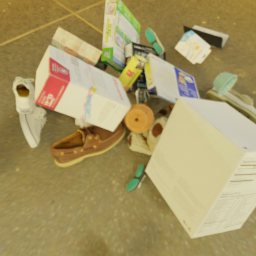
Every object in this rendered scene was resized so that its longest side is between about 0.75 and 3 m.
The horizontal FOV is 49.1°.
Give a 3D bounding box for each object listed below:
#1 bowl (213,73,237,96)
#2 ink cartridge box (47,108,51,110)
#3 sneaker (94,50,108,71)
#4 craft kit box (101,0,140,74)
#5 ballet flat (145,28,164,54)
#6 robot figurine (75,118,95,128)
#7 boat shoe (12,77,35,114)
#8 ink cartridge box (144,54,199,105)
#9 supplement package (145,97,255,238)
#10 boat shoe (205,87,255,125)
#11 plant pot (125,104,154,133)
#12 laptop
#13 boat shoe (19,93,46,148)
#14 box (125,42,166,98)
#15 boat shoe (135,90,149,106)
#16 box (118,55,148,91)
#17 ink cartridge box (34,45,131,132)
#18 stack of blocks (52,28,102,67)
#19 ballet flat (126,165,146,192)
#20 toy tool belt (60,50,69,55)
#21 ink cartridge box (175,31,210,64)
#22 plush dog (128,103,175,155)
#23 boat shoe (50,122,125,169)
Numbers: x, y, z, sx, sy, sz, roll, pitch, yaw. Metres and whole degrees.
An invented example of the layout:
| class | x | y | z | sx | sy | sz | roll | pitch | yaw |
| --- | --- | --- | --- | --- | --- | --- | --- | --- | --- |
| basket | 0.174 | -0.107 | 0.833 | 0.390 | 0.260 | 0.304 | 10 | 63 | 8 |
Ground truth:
| class | x | y | z | sx | sy | sz | roll | pitch | yaw |
| --- | --- | --- | --- | --- | --- | --- | --- | --- | --- |
| bowl | 3.463 | -1.661 | 10.196 | 0.898 | 0.898 | 0.470 | -32 | 63 | -22 |
| ink cartridge box | -2.986 | -1.688 | 12.327 | 0.992 | 0.466 | 2.109 | -4 | 47 | -6 |
| sneaker | -1.400 | -2.886 | 11.611 | 1.199 | 0.690 | 2.299 | 5 | 37 | 7 |
| craft kit box | -0.228 | -3.628 | 11.707 | 0.618 | 2.546 | 2.514 | 5 | 86 | 23 |
| ballet flat | 1.100 | -3.600 | 11.622 | 0.401 | 1.188 | 0.370 | -19 | 24 | 34 |
| robot figurine | -1.447 | -0.282 | 10.998 | 1.227 | 1.041 | 0.693 | 3 | 91 | -11 |
| boat shoe | -3.793 | -1.441 | 10.078 | 0.785 | 0.905 | 2.124 | -2 | 36 | -17 |
| ink cartridge box | 1.725 | -1.470 | 10.604 | 2.344 | 0.557 | 2.372 | 22 | 47 | -28 |
| supplement package | 2.381 | 1.029 | 8.108 | 2.086 | 2.837 | 2.713 | 3 | 32 | -31 |
| boat shoe | 4.609 | -0.849 | 11.408 | 1.017 | 1.111 | 2.972 | -36 | 60 | -18 |
| plant pot | 0.315 | -0.281 | 9.035 | 0.965 | 0.675 | 0.965 | 1 | 97 | 11 |
| laptop | 4.095 | -4.993 | 14.507 | 2.031 | 1.257 | 2.169 | 25 | 56 | 17 |
| boat shoe | -3.742 | -0.435 | 11.225 | 0.927 | 1.015 | 2.821 | -18 | 46 | -8 |
| box | 0.778 | -2.351 | 11.699 | 2.037 | 0.506 | 2.022 | 1 | 88 | -41 |
| boat shoe | 0.547 | -0.882 | 9.823 | 0.423 | 0.933 | 0.330 | 2 | 24 | 39 |
| box | 0.096 | -2.047 | 10.565 | 0.541 | 1.438 | 0.360 | -2 | 47 | -54 |
| ink cartridge box | -1.518 | -1.257 | 9.180 | 2.774 | 1.187 | 2.047 | 23 | 28 | -29 |
| stack of blocks | -1.863 | -2.820 | 10.059 | 1.666 | 0.959 | 0.488 | 27 | 81 | -15 |
| ballet flat | 0.348 | 1.821 | 9.758 | 0.418 | 0.418 | 1.143 | 23 | 62 | 17 |
| toy tool belt | -2.920 | -2.977 | 12.687 | 1.309 | 0.804 | 0.817 | -33 | 58 | 6 |
| ink cartridge box | 2.360 | -2.846 | 10.042 | 1.042 | 0.669 | 0.652 | 43 | 41 | 8 |
| plush dog | 1.307 | 0.062 | 10.433 | 1.810 | 2.256 | 1.938 | 29 | 60 | -21 |
| boat shoe | -1.432 | 0.448 | 10.217 | 2.898 | 0.979 | 1.043 | -26 | 49 | -11 |
